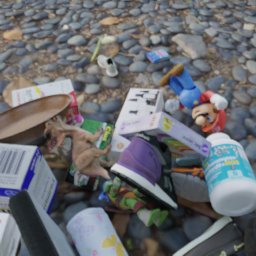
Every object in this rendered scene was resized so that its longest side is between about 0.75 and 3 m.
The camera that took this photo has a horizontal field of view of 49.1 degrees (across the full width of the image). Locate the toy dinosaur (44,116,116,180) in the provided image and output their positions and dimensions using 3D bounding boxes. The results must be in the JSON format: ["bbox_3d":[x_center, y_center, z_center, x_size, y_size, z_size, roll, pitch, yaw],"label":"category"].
[{"bbox_3d":[-1.095,0.579,6.618,1.314,0.832,1.939,-23,66,-12],"label":"toy dinosaur"}]

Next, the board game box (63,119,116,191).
[{"bbox_3d":[-1.137,0.762,8.322,1.044,0.234,1.993,12,76,24],"label":"board game box"}]

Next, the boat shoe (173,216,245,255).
[{"bbox_3d":[1.637,2.963,6.228,2.883,1.028,0.868,-20,56,-34],"label":"boat shoe"}]

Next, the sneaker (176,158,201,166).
[{"bbox_3d":[2.152,0.704,8.885,1.362,0.542,0.889,-1,48,-3],"label":"sneaker"}]

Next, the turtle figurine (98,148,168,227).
[{"bbox_3d":[0.272,1.615,7.458,1.902,1.369,1.844,-37,52,-25],"label":"turtle figurine"}]

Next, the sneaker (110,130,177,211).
[{"bbox_3d":[0.776,1.086,6.831,1.117,2.950,1.292,21,74,31],"label":"sneaker"}]

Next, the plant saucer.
[{"bbox_3d":[-2.907,-0.151,7.932,2.942,0.538,2.942,-15,24,7],"label":"plant saucer"}]

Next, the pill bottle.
[{"bbox_3d":[2.467,1.064,7.035,1.129,1.129,2.038,0,40,0],"label":"pill bottle"}]

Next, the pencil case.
[{"bbox_3d":[-0.574,2.994,6.380,0.978,1.067,2.352,15,30,-48],"label":"pencil case"}]

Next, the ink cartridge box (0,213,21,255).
[{"bbox_3d":[-3.124,2.374,5.703,1.833,1.148,1.178,9,61,-2],"label":"ink cartridge box"}]

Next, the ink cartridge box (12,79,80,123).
[{"bbox_3d":[-2.922,-0.756,9.986,2.131,0.882,1.553,-14,49,-13],"label":"ink cartridge box"}]

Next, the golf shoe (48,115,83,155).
[{"bbox_3d":[-1.799,0.248,8.674,0.736,1.609,0.606,30,29,-31],"label":"golf shoe"}]

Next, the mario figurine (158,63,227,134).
[{"bbox_3d":[2.144,-0.795,9.223,1.385,1.613,2.613,-43,92,-4],"label":"mario figurine"}]

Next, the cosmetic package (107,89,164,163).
[{"bbox_3d":[0.299,-0.125,9.349,1.216,0.746,2.945,3,48,19],"label":"cosmetic package"}]

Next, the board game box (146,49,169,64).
[{"bbox_3d":[1.358,-3.276,12.792,0.836,0.188,0.636,-21,51,-19],"label":"board game box"}]

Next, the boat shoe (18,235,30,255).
[{"bbox_3d":[-2.254,2.985,6.629,0.625,0.721,1.692,-21,33,-13],"label":"boat shoe"}]

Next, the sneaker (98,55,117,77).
[{"bbox_3d":[-0.879,-2.852,12.078,0.547,0.664,1.444,-23,51,-21],"label":"sneaker"}]

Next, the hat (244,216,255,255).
[{"bbox_3d":[3.294,2.709,6.462,0.977,2.423,2.423,-20,29,45],"label":"hat"}]

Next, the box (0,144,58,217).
[{"bbox_3d":[-3.091,1.404,7.027,2.017,2.193,1.151,4,55,5],"label":"box"}]

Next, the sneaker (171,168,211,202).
[{"bbox_3d":[2.275,1.392,8.110,2.447,0.949,1.371,16,44,1],"label":"sneaker"}]

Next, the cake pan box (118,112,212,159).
[{"bbox_3d":[0.880,0.276,7.327,1.738,1.887,0.494,32,68,-26],"label":"cake pan box"}]

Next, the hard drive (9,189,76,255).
[{"bbox_3d":[-1.430,2.577,5.649,0.438,2.661,1.857,-31,56,-17],"label":"hard drive"}]
